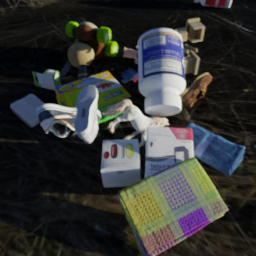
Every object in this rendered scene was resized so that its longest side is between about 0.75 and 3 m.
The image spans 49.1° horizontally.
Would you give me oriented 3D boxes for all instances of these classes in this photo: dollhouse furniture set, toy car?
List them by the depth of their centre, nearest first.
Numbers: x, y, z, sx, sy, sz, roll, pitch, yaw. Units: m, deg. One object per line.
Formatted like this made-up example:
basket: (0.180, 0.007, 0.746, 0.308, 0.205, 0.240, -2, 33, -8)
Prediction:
dollhouse furniture set: (1.710, -3.702, 12.959, 2.870, 2.538, 1.596, -12, 45, -11)
toy car: (-2.165, -3.522, 13.737, 2.223, 2.135, 2.707, 17, 76, 22)

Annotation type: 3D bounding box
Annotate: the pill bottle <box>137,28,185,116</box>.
pill bottle: (1.241, -1.999, 10.498, 1.743, 1.743, 2.912, 0, 75, 0)

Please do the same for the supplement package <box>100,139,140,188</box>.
supplement package: (-0.224, 1.129, 9.046, 1.203, 0.925, 1.258, -3, 43, 1)

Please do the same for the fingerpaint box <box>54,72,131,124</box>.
fingerpaint box: (-1.450, -1.155, 11.528, 2.469, 0.906, 2.060, -22, 50, -22)

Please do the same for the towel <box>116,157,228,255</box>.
towel: (1.185, 2.145, 7.895, 2.702, 0.308, 1.940, -25, 71, -10)

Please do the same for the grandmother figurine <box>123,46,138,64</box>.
grandmother figurine: (0.406, -3.073, 11.908, 1.242, 0.753, 0.376, 12, 47, 15)

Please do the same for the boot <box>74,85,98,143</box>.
boot: (-1.099, -0.361, 7.711, 0.570, 0.740, 1.549, 3, 63, 12)

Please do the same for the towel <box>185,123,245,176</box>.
towel: (2.854, 0.689, 9.910, 2.257, 0.548, 1.260, 31, 53, 27)

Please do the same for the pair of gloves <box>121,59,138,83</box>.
pair of gloves: (0.408, -2.718, 12.970, 1.783, 0.203, 1.433, -50, 35, -1)

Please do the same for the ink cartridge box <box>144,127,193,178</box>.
ink cartridge box: (1.294, 1.069, 8.985, 1.503, 0.875, 2.076, 3, 58, 3)

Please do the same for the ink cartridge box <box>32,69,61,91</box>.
ink cartridge box: (-3.680, -2.215, 12.673, 1.114, 0.824, 0.422, 14, 46, 14)

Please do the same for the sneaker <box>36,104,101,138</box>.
sneaker: (-1.762, -0.146, 8.807, 2.212, 0.868, 0.878, 2, 62, -42)

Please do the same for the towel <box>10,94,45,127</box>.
towel: (-3.994, -0.765, 11.570, 1.762, 0.304, 1.168, 34, 54, 29)

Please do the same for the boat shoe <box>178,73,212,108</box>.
boat shoe: (3.008, -1.580, 12.120, 0.740, 0.789, 2.191, 37, 61, 25)

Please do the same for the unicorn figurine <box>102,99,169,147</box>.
unicorn figurine: (0.397, -0.107, 10.015, 1.693, 2.466, 0.911, -43, 41, 8)

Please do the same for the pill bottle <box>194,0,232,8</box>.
pill bottle: (5.863, -9.079, 19.275, 2.455, 1.378, 1.378, 11, 45, 11)
